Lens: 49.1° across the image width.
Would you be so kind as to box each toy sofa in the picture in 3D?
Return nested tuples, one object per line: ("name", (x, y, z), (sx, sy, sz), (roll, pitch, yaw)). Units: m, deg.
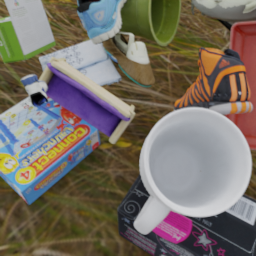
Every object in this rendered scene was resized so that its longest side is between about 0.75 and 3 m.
("toy sofa", (-0.895, -0.557, 5.864), (2.030, 0.841, 0.991), (34, 17, -6))

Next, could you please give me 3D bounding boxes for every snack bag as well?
("snack bag", (-1.446, -1.716, 8.041), (1.995, 0.226, 2.116), (-20, 52, -8))

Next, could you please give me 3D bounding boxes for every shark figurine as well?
("shark figurine", (2.702, -3.013, 7.481), (3.101, 1.294, 1.853), (17, 56, 39))

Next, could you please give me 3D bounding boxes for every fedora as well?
("fedora", (3.575, -3.610, 8.858), (2.529, 1.155, 2.529), (33, 27, -19))

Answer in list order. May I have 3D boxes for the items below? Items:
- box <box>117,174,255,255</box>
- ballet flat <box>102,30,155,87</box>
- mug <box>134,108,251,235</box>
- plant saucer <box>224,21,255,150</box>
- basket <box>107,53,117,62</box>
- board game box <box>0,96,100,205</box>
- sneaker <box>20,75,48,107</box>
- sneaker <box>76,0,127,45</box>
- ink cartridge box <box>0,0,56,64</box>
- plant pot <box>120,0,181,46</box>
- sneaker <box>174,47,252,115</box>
("box", (1.382, 2.157, 6.456), (2.795, 1.603, 1.847), (25, 53, 18))
("ballet flat", (0.039, -2.049, 7.554), (0.798, 0.851, 2.354), (-5, 42, -32))
("mug", (0.768, 0.836, 4.623), (1.510, 1.794, 2.046), (36, 79, 6))
("plant saucer", (3.347, -0.775, 5.551), (2.619, 2.624, 0.482), (7, 12, 30))
("basket", (-0.443, -3.056, 11.152), (1.250, 0.869, 1.102), (-8, 36, -41))
("board game box", (-2.773, 0.383, 8.450), (2.713, 0.774, 2.770), (33, 58, 25))
("sneaker", (-1.566, -0.581, 4.798), (0.328, 0.813, 0.469), (-20, 89, -4))
("sneaker", (-0.691, -3.492, 7.112), (1.083, 1.243, 2.764), (-15, 53, 24))
("ink cartridge box", (-2.796, -2.844, 7.087), (0.752, 1.986, 1.468), (-3, 29, 21))
("plant pot", (0.267, -3.657, 8.602), (2.025, 2.132, 2.132), (12, 50, 29))
("sneaker", (1.631, -0.901, 5.698), (0.906, 2.336, 1.309), (-5, 92, -18))
